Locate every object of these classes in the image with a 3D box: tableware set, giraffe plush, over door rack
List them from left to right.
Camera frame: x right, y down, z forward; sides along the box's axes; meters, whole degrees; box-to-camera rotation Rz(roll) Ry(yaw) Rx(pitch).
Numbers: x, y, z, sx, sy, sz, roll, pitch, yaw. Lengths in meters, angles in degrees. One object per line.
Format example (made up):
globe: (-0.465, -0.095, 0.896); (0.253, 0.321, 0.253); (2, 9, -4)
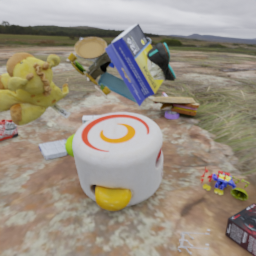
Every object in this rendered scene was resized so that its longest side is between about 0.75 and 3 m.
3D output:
giraffe plush: (-3.456, -1.561, 9.875); (2.961, 2.401, 2.555); (18, 65, 0)
tableware set: (-1.404, -1.957, 10.411); (0.321, 2.091, 1.409); (-45, 16, 8)
over door rack: (1.606, 2.753, 6.746); (0.751, 0.250, 0.555); (-14, 16, 23)

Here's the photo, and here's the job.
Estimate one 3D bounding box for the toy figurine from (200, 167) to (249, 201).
toy figurine: (3.170, 1.640, 8.935); (1.485, 0.783, 0.890); (15, 22, 30)

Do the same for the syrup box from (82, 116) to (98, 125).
syrup box: (-1.478, -0.246, 13.672); (1.453, 0.572, 0.592); (-1, 22, -4)

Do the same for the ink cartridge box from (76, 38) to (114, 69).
ink cartridge box: (-1.389, -3.401, 12.721); (1.835, 0.360, 0.913); (15, 62, -15)

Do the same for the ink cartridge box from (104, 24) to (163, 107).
ink cartridge box: (0.462, -2.681, 11.572); (0.634, 2.666, 2.697); (-19, 25, 33)

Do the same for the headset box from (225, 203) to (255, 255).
headset box: (3.346, 2.608, 6.746); (1.133, 0.572, 1.524); (-14, 26, -31)

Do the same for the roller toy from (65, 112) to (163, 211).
roller toy: (-0.241, 0.986, 8.721); (2.703, 2.070, 2.963); (-22, 36, -25)

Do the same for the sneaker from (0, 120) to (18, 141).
sneaker: (-5.709, 0.139, 12.341); (1.639, 0.878, 0.547); (-19, 29, -39)

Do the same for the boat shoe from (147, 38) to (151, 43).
boat shoe: (0.431, -3.994, 12.798); (1.226, 0.453, 0.419); (5, -7, 4)

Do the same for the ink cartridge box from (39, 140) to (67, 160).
ink cartridge box: (-2.943, 0.871, 11.414); (1.145, 0.248, 1.124); (-9, 24, -27)

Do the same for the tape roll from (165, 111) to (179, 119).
tape roll: (2.381, -0.705, 15.227); (0.754, 0.248, 0.754); (0, 22, 0)

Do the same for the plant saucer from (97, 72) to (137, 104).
plant saucer: (-0.332, -1.967, 13.472); (2.229, 0.779, 0.211); (25, 27, -6)

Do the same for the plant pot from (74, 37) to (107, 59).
plant pot: (-1.419, -3.003, 10.634); (1.243, 0.171, 1.243); (-1, 55, 2)

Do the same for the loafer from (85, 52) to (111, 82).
loafer: (-1.214, -2.416, 11.507); (0.581, 1.546, 0.538); (-3, 54, -47)

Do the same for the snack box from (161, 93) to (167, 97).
snack box: (2.338, -1.859, 17.739); (0.157, 0.465, 1.293); (-2, 23, -6)

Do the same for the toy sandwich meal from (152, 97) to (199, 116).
toy sandwich meal: (2.606, -1.229, 15.494); (2.598, 0.890, 2.598); (2, 9, 0)

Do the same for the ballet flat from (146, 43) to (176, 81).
ballet flat: (1.063, -2.097, 9.418); (0.790, 0.786, 2.311); (-25, -20, 9)
